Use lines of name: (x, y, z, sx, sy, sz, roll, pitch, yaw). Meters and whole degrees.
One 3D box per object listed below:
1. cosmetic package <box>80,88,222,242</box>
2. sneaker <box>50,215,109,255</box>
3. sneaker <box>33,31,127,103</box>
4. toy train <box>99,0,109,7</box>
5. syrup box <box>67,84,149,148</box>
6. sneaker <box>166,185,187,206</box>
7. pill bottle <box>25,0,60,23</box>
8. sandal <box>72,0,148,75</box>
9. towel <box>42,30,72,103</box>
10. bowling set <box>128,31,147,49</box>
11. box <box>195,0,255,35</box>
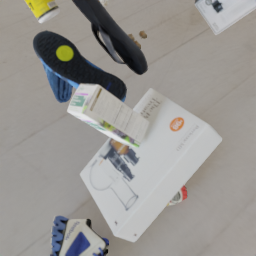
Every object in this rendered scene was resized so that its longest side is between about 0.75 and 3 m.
cosmetic package: (0.278, 0.561, 5.106, 2.291, 0.592, 1.727, -51, 41, 3)
sneaker: (-1.060, 3.012, 6.290, 1.311, 0.917, 2.269, -6, 54, -2)
sneaker: (-1.172, -1.280, 6.716, 2.503, 0.981, 0.825, 35, 77, -5)
toy train: (-0.777, -4.049, 7.167, 0.468, 1.683, 1.264, 39, 84, 27)
syrup box: (-0.286, -0.177, 4.556, 0.506, 1.286, 0.524, 11, 74, 47)
sneaker: (0.801, 1.268, 7.639, 0.759, 0.719, 1.848, -27, 59, -16)
pill bottle: (-2.939, -4.245, 9.085, 0.816, 1.427, 0.816, -28, 20, 12)
sandal: (-0.508, -2.101, 6.389, 0.540, 2.523, 0.960, -50, 29, -6)
towel: (-2.076, -1.741, 7.932, 0.502, 1.154, 2.067, -8, 49, -26)
bowling set: (0.052, -2.260, 7.407, 0.614, 0.882, 0.473, 20, 25, -26)
box: (2.932, -3.595, 7.556, 1.130, 1.937, 0.582, 46, 36, -18)
